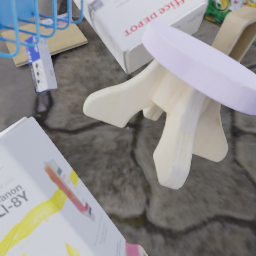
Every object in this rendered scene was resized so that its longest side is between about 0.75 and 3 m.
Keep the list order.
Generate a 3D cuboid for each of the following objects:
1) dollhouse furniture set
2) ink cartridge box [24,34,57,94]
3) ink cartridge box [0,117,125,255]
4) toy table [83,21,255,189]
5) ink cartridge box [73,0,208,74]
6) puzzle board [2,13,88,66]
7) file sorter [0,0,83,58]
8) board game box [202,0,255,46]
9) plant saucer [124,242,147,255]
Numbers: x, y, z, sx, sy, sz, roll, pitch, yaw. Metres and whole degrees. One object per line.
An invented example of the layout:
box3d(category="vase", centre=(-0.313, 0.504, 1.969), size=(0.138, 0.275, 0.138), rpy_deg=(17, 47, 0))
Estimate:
box3d(category="dollhouse furniture set", centre=(2.823, -1.575, 4.762), size=(2.119, 2.674, 1.898), rpy_deg=(-28, 67, -24))
box3d(category="ink cartridge box", centre=(-1.679, -1.214, 5.366), size=(0.485, 1.032, 0.228), rpy_deg=(-6, 7, 45))
box3d(category="ink cartridge box", centre=(-0.933, 0.888, 2.501), size=(1.154, 1.590, 0.663), rpy_deg=(-32, 13, 11))
box3d(category="toy table", centre=(0.707, -0.437, 4.004), size=(2.357, 1.502, 2.565), rpy_deg=(25, 26, -4))
box3d(category="ink cartridge box", centre=(0.017, -2.710, 5.704), size=(1.918, 1.084, 2.618), rpy_deg=(-33, 77, -5))
box3d(category="puzzle board", centre=(-2.762, -2.946, 9.254), size=(2.358, 0.205, 1.777), rpy_deg=(-24, 57, -16))
box3d(category="file sorter", centre=(-1.454, -1.837, 3.734), size=(1.090, 1.233, 1.777), rpy_deg=(16, 38, 12))
box3d(category="board game box", centre=(2.773, -2.711, 6.661), size=(2.090, 0.245, 1.095), rpy_deg=(19, 88, -17))
box3d(category="plant saucer", centre=(0.233, 2.067, 3.146), size=(0.454, 1.789, 1.789), rpy_deg=(-26, 58, -3))
